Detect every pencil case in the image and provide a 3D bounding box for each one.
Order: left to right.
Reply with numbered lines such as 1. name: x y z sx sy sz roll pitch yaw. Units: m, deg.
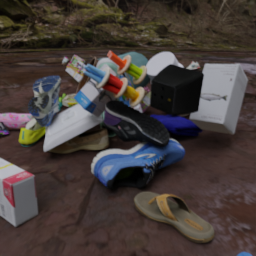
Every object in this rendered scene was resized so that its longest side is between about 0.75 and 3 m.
1. pencil case: -4.745 -0.267 11.925 1.644 0.719 0.719 2 21 2

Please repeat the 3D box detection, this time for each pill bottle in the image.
1. pill bottle: 2.048 -1.959 12.932 1.654 2.894 1.654 -19 47 22

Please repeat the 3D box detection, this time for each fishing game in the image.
1. fishing game: -0.073 -1.296 10.028 0.259 1.195 1.668 -11 32 26

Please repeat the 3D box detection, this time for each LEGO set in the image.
1. LEGO set: -2.025 -2.644 12.311 1.718 0.639 0.790 27 6 -28

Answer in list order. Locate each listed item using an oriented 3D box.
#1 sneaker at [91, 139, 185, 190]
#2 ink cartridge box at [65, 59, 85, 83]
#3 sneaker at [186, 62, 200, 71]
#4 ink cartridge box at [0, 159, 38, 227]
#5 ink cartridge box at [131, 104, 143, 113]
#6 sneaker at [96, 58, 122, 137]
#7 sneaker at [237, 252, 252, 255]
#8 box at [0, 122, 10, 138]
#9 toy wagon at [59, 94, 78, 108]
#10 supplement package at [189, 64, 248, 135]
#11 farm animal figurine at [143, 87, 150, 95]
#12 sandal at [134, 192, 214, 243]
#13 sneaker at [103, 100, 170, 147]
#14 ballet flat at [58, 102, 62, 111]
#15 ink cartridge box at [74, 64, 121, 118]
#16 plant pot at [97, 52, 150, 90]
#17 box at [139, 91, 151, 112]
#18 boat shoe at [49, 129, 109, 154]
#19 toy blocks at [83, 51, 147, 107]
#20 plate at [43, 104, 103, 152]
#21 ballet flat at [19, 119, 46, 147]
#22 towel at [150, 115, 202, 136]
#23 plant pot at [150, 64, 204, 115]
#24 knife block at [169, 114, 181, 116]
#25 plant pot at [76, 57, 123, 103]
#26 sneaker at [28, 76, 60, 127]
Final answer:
1. sneaker: 0.470 1.147 8.054 2.872 1.128 1.280 -15 37 -22
2. ink cartridge box: -2.540 -2.933 14.665 1.234 0.897 0.540 43 3 26
3. sneaker: 2.785 -2.697 12.299 0.757 0.354 0.266 -15 -7 -21
4. ink cartridge box: -2.922 1.491 6.758 1.522 1.105 0.635 15 24 34
5. ink cartridge box: 0.408 -0.613 12.100 0.367 1.080 0.627 -15 18 15
6. sneaker: -0.610 -0.987 10.113 1.023 2.780 1.640 -5 39 -3
7. sneaker: 1.939 2.552 4.734 0.512 0.609 1.552 11 22 31
8. box: -5.286 0.134 11.182 0.877 0.158 0.627 -23 70 -45
9. toy wagon: -2.857 -1.466 15.415 1.813 0.462 2.336 1 22 3
10. supplement package: 3.340 -1.058 10.272 1.311 2.243 1.315 10 -11 38
11. farm animal figurine: 1.454 -2.072 16.794 1.338 0.705 1.353 -3 10 -43
12. sandal: 1.039 1.897 6.479 2.057 0.555 0.826 19 28 41
13. sneaker: 0.218 0.067 8.436 2.205 0.966 0.835 32 39 21
14. ballet flat: -3.717 -1.060 14.607 0.386 0.369 1.096 -24 20 6
15. ink cartridge box: -0.833 -1.124 8.718 0.609 1.419 1.039 47 6 22
16. plant pot: -0.245 -2.278 12.714 2.407 2.407 2.357 13 33 30
17. box: 0.917 -1.275 13.888 0.453 0.825 0.937 43 57 2
18. boat shoe: -1.869 0.389 10.062 2.330 0.752 0.830 -5 22 -1
19. toy blocks: -0.361 -1.568 7.861 1.774 1.479 0.644 26 -34 -29
20. plate: -2.087 -0.249 10.066 2.225 0.360 2.230 -29 27 -1
21. ballet flat: -3.584 -0.066 11.250 0.812 0.814 2.430 4 21 10
22. towel: 1.951 -0.104 11.665 1.469 0.493 1.989 -2 17 -24
23. plant pot: 1.378 -1.090 8.577 1.296 1.299 1.152 26 37 36
24. knife block: 2.061 -0.926 12.180 0.294 0.918 0.806 14 -18 49
25. plant pot: -0.990 -1.710 11.505 1.734 1.751 1.751 25 13 -21
26. sneaker: -3.057 -1.030 10.532 0.965 1.067 2.505 -2 43 8
